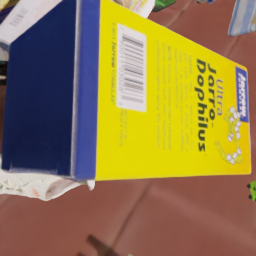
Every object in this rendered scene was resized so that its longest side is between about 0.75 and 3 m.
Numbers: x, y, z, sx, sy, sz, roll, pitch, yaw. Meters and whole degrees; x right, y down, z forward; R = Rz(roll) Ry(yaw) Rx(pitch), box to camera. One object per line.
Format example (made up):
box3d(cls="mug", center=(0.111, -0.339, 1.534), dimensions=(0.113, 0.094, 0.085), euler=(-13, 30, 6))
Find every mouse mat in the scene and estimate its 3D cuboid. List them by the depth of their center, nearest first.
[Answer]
box3d(cls="mouse mat", center=(0.997, -5.253, 11.492), dimensions=(1.268, 0.059, 1.576), euler=(-36, 59, -25))

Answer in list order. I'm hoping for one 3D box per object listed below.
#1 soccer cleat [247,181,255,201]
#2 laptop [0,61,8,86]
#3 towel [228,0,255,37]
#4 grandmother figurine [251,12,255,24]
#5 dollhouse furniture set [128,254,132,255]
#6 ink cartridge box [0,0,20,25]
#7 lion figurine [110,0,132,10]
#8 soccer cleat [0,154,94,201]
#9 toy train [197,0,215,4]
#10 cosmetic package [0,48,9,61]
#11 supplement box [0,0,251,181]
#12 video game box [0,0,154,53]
box3d(cls="soccer cleat", center=(2.005, 0.937, 3.600), dimensions=(0.496, 0.413, 1.223), euler=(-9, 9, 0))
box3d(cls="laptop", center=(-2.764, -1.387, 4.407), dimensions=(2.308, 2.046, 1.192), euler=(-3, 92, -30))
box3d(cls="towel", center=(3.164, -2.976, 6.996), dimensions=(0.191, 1.180, 1.607), euler=(12, 4, -20))
box3d(cls="grandmother figurine", center=(3.181, -1.209, 4.160), dimensions=(2.618, 0.793, 1.588), euler=(41, 61, 18))
box3d(cls="dollhouse furniture set", center=(0.811, 3.326, 4.120), dimensions=(2.686, 1.092, 1.446), euler=(15, 51, 34))
box3d(cls="ink cartridge box", center=(-2.581, -2.722, 5.540), dimensions=(1.560, 1.579, 0.371), euler=(-31, 31, -15))
box3d(cls="lion figurine", center=(-0.646, -2.707, 4.355), dimensions=(0.731, 1.235, 2.017), euler=(-34, 73, -8))
box3d(cls="soccer cleat", center=(-1.557, 0.768, 4.323), dimensions=(2.127, 0.737, 0.825), euler=(-11, 56, -8))
box3d(cls="toy train", center=(1.644, -2.658, 5.258), dimensions=(0.469, 0.618, 1.082), euler=(46, 48, -5))
box3d(cls="cosmetic package", center=(-4.445, -2.607, 8.191), dimensions=(2.234, 1.843, 1.842), euler=(-3, 51, -3))
box3d(cls="supplement box", center=(0.154, -0.179, 3.497), dimensions=(2.812, 1.530, 1.540), euler=(7, 81, -41))
box3d(cls="video game box", center=(-0.876, -1.953, 5.030), dimensions=(2.033, 0.522, 2.232), euler=(26, 74, 11))
